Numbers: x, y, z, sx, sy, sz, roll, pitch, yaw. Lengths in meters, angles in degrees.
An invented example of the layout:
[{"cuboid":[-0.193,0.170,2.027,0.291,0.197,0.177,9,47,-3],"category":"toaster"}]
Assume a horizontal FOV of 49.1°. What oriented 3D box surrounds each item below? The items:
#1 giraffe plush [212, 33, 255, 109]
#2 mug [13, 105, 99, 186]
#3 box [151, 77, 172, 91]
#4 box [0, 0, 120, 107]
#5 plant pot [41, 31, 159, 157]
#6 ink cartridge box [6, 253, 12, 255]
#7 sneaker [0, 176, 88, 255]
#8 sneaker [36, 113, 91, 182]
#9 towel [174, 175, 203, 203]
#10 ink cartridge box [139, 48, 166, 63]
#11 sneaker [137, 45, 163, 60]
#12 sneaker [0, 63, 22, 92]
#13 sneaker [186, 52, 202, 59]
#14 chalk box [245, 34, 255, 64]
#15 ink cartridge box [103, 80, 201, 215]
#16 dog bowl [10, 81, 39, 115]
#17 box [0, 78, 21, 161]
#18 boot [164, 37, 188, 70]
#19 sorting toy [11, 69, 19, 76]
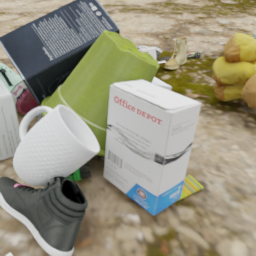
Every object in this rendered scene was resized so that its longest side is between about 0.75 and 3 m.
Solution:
[{"cuboid":[4.093,-1.232,8.221,2.953,2.548,2.394,-7,41,15],"category":"giraffe plush"},{"cuboid":[-1.606,0.290,5.633,1.425,1.200,1.626,-39,68,8],"category":"mug"},{"cuboid":[0.352,-0.728,8.005,0.811,1.526,1.162,1,28,-37],"category":"box"},{"cuboid":[-1.710,-1.975,7.738,2.694,2.000,1.442,-33,75,-14],"category":"box"},{"cuboid":[-0.497,-0.984,6.884,2.474,2.350,2.474,28,21,-12],"category":"plant pot"},{"cuboid":[-2.100,2.518,4.487,0.797,0.338,0.580,-31,44,-34],"category":"ink cartridge box"},{"cuboid":[-1.651,1.286,5.399,2.309,1.145,0.816,30,2,30],"category":"sneaker"},{"cuboid":[-1.906,0.364,7.002,1.139,1.043,2.673,-16,38,-22],"category":"sneaker"},{"cuboid":[1.051,1.434,6.288,1.231,0.111,0.530,-18,35,-23],"category":"towel"},{"cuboid":[0.611,-2.975,11.763,1.886,0.635,1.105,-4,14,5],"category":"ink cartridge box"},{"cuboid":[0.809,-3.346,12.769,1.556,0.704,0.517,18,-7,42],"category":"sneaker"},{"cuboid":[-3.721,-1.796,9.668,0.883,1.415,2.398,-17,27,28],"category":"sneaker"},{"cuboid":[3.096,-3.470,13.245,0.787,0.303,0.334,-4,30,-6],"category":"sneaker"},{"cuboid":[5.850,-3.611,12.747,1.105,1.098,1.771,-1,34,2],"category":"chalk box"},{"cuboid":[0.387,0.325,5.762,0.949,2.253,1.629,-18,35,-40],"category":"ink cartridge box"},{"cuboid":[-3.185,-0.941,8.878,0.437,1.185,1.185,34,44,15],"category":"dog bowl"},{"cuboid":[-3.663,-0.301,7.296,1.175,1.797,1.788,-18,39,-28],"category":"box"},{"cuboid":[2.095,-3.232,12.101,0.552,1.180,1.518,26,42,33],"category":"boot"},{"cuboid":[-4.741,-1.815,10.845,1.460,0.291,1.975,-5,35,-2],"category":"sorting toy"}]
